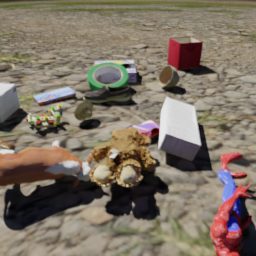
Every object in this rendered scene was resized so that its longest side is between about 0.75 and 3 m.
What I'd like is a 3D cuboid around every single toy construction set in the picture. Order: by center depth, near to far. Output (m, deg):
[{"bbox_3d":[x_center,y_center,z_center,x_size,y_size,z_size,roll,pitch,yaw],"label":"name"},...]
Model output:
[{"bbox_3d":[-2.681,-0.320,9.001,1.223,0.563,0.802,-14,56,-9],"label":"toy construction set"}]

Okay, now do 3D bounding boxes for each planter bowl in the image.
[{"bbox_3d":[1.791,-2.105,11.826,0.600,0.891,0.891,15,20,-32],"label":"planter bowl"}]

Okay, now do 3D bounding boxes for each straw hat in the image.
[{"bbox_3d":[-1.358,-0.467,9.139,0.777,0.777,0.329,-25,48,-37],"label":"straw hat"}]

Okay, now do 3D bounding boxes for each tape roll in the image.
[{"bbox_3d":[-0.831,-2.050,11.614,1.689,0.406,1.689,0,49,0],"label":"tape roll"}]

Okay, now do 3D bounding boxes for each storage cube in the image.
[{"bbox_3d":[2.864,-3.830,14.292,1.276,1.342,1.493,-9,32,-16],"label":"storage cube"}]

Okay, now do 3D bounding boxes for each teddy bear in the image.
[{"bbox_3d":[-0.119,0.777,6.767,1.633,0.752,2.252,-13,23,-2],"label":"teddy bear"}]

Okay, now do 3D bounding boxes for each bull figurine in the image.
[{"bbox_3d":[-1.988,0.826,6.496,2.456,0.800,1.491,2,12,-29],"label":"bull figurine"}]

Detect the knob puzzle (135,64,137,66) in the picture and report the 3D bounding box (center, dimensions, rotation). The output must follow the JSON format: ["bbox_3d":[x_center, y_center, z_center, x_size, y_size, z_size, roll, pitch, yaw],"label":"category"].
[{"bbox_3d":[-0.290,-3.247,14.442,1.294,0.179,1.294,0,30,0],"label":"knob puzzle"}]

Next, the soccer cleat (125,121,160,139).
[{"bbox_3d":[0.362,0.167,8.269,1.416,0.483,0.518,-19,37,-34],"label":"soccer cleat"}]

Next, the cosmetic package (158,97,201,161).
[{"bbox_3d":[1.470,-0.054,8.282,0.991,0.608,2.402,21,30,-2],"label":"cosmetic package"}]

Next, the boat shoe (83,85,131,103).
[{"bbox_3d":[-0.809,-1.348,10.705,1.845,0.598,0.675,-4,35,-6],"label":"boat shoe"}]

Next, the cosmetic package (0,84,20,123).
[{"bbox_3d":[-5.189,-0.938,9.699,2.362,0.958,1.333,7,31,10],"label":"cosmetic package"}]

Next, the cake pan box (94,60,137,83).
[{"bbox_3d":[-0.594,-2.641,13.069,2.026,0.530,1.866,-1,32,-1],"label":"cake pan box"}]

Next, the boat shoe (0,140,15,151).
[{"bbox_3d":[-3.790,0.515,7.673,1.406,0.506,0.475,11,26,5],"label":"boat shoe"}]

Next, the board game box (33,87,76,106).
[{"bbox_3d":[-2.881,-1.254,10.981,1.490,0.145,0.767,-19,34,-26],"label":"board game box"}]

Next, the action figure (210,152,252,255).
[{"bbox_3d":[2.002,1.537,5.348,0.717,0.907,2.774,-3,29,28],"label":"action figure"}]

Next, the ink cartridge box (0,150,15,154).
[{"bbox_3d":[-3.352,0.857,7.082,0.839,0.350,0.609,6,43,10],"label":"ink cartridge box"}]
